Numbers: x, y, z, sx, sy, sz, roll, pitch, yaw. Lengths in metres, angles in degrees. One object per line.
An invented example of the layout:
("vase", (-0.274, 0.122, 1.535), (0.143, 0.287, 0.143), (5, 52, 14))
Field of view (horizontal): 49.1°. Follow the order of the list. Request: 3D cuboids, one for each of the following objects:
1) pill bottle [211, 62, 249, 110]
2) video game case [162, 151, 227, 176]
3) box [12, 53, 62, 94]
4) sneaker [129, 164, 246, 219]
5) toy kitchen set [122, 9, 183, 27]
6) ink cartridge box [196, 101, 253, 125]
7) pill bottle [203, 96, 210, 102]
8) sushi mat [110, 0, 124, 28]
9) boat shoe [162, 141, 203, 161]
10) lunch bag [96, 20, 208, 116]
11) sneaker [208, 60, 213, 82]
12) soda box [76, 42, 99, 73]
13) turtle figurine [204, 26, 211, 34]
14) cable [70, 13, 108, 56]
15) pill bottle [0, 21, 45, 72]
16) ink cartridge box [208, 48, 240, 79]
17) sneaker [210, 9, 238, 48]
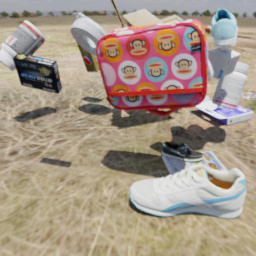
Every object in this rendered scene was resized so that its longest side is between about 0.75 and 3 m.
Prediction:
("pill bottle", (3.550, -1.466, 9.695), (0.874, 1.542, 0.874), (15, 11, -3))
("video game case", (2.126, 1.190, 9.127), (1.762, 0.159, 1.262), (-4, 26, -8))
("box", (-2.287, -1.376, 7.132), (1.111, 0.883, 0.256), (14, 49, 10))
("sneaker", (1.491, 1.540, 7.246), (2.948, 1.191, 1.128), (0, 28, 2))
("toy kitchen set", (0.675, -2.973, 11.027), (2.719, 2.453, 2.218), (-22, 47, -10))
("ink cartridge box", (4.177, -0.742, 12.718), (2.000, 0.434, 1.981), (-10, 28, -24))
("pill bottle", (3.491, -1.474, 13.962), (0.671, 0.671, 1.175), (-10, 28, -19))
("sushi mat", (-0.350, -3.884, 9.682), (0.126, 0.999, 2.088), (-23, 18, 7))
("boat shoe", (1.801, 0.773, 9.291), (1.385, 0.468, 0.497), (12, 26, 20))
("lunch bag", (0.644, -1.353, 6.983), (2.626, 2.313, 1.076), (-1, 28, 20))
("sneaker", (1.697, -1.990, 7.468), (0.636, 0.656, 1.797), (-25, 77, -46))
("soda box", (-1.799, -3.556, 12.903), (0.656, 1.937, 0.620), (8, 41, 33))
("turtle figurine", (2.779, -3.543, 11.902), (0.827, 2.567, 2.070), (37, 39, 6))
("cable", (-1.453, -3.579, 11.181), (1.776, 1.776, 0.615), (31, 76, 16))
("pill bottle", (-4.181, -3.126, 10.822), (1.807, 1.047, 1.047), (-50, 43, -9))
("ink cartridge box", (2.812, -1.994, 8.514), (0.897, 0.661, 0.649), (-23, 49, -37))
("sneaker", (2.809, -3.040, 8.136), (0.804, 0.891, 2.175), (-3, 31, 13))
